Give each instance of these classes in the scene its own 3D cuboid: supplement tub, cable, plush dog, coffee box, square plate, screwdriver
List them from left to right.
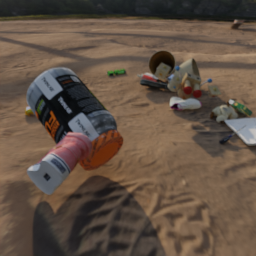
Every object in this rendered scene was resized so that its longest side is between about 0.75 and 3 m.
[{"bbox_3d":[-1.479,-0.251,7.906,1.701,1.701,2.775,-24,61,-38],"label":"supplement tub"},{"bbox_3d":[1.667,-2.204,13.545,2.702,0.680,1.312,14,10,28],"label":"cable"},{"bbox_3d":[3.626,-0.627,10.852,0.957,0.768,0.822,-15,8,-26],"label":"plush dog"},{"bbox_3d":[3.569,0.220,9.427,1.280,0.179,0.186,-25,55,-18],"label":"screwdriver"},{"bbox_3d":[4.437,-0.802,11.135,0.576,0.206,0.936,33,8,-27],"label":"coffee box"},{"bbox_3d":[4.510,0.132,9.770,1.724,0.245,1.707,-4,28,-8],"label":"square plate"}]

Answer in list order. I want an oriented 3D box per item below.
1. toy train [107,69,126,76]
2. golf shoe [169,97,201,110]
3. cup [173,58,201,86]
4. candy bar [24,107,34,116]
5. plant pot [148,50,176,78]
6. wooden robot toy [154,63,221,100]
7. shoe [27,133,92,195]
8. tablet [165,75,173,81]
[{"bbox_3d":[-0.647,-3.174,16.052,1.187,0.248,0.335,-13,40,-23],"label":"toy train"},{"bbox_3d":[2.352,-0.914,11.613,1.313,0.495,0.601,6,41,20],"label":"golf shoe"},{"bbox_3d":[2.870,-2.555,13.833,1.063,1.486,1.486,-13,21,27],"label":"cup"},{"bbox_3d":[-3.082,-0.897,11.684,2.468,0.273,0.615,-14,27,-24],"label":"candy bar"},{"bbox_3d":[1.874,-3.150,14.628,1.386,1.386,1.487,9,0,16],"label":"plant pot"},{"bbox_3d":[2.411,-1.622,12.078,2.882,1.308,1.270,19,49,-6],"label":"wooden robot toy"},{"bbox_3d":[-1.576,0.833,6.460,1.028,0.807,2.260,-45,6,-34],"label":"shoe"},{"bbox_3d":[2.593,-2.589,15.064,1.036,0.109,1.592,-7,28,-13],"label":"tablet"}]
